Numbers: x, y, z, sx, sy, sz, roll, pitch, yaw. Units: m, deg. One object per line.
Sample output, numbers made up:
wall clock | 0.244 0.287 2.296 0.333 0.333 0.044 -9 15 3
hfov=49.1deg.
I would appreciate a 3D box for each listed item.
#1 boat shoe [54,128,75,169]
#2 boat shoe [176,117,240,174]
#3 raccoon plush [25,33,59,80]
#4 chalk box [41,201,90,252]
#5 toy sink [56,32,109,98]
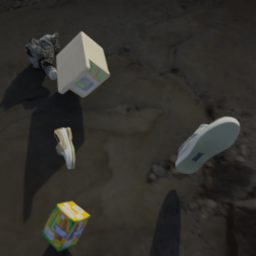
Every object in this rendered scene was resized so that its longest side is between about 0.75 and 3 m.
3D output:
boat shoe | -1.775 0.584 7.800 0.448 0.490 1.311 -3 51 -22
boat shoe | 2.206 0.378 8.290 0.908 2.602 0.927 21 46 -14
raccoon plush | -3.370 -3.161 12.492 1.617 1.168 2.413 -31 79 -33
chalk box | -1.797 2.826 7.803 0.782 0.778 1.257 30 97 26
toy sink | -1.752 -2.245 10.917 1.554 1.335 2.384 -37 45 23
